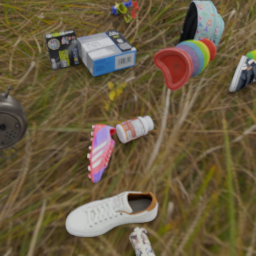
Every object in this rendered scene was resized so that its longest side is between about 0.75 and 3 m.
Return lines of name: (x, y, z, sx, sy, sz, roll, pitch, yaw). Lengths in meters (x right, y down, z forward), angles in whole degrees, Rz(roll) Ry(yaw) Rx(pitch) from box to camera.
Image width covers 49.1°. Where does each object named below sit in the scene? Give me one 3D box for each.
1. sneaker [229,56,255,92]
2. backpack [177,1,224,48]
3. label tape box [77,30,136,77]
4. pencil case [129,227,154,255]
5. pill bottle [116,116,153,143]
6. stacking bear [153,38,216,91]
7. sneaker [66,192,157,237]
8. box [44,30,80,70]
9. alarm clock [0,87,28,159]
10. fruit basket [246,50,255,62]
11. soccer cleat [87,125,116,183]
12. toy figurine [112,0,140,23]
sneaker: (4.283, -1.936, 10.194, 0.767, 0.758, 1.933, 23, 54, 17)
backpack: (2.897, -3.970, 11.181, 1.508, 2.004, 1.779, -3, 47, -2)
label tape box: (-1.073, -3.266, 11.335, 1.809, 0.794, 2.508, -19, 51, -20)
pencil case: (0.368, 2.762, 6.128, 0.421, 0.484, 1.082, -13, 48, -14)
pill bottle: (0.211, 0.023, 8.535, 1.051, 0.590, 0.590, -21, 51, -19)
stacking bear: (1.720, -1.890, 7.535, 1.783, 1.014, 1.083, -34, 97, -37)
sneaker: (-0.403, 1.898, 6.612, 2.230, 0.944, 0.812, -12, 51, -9)
box: (-2.482, -2.950, 10.678, 1.121, 1.399, 0.310, -16, 50, -15)
alarm clock: (-3.354, 0.077, 7.266, 1.514, 2.244, 0.747, -20, 48, -20)
fruit basket: (5.502, -2.710, 10.678, 1.806, 1.302, 1.806, 10, 53, -13)
soccer cleat: (-0.733, 0.661, 7.957, 0.747, 0.651, 1.953, 2, 45, -4)
toy figurine: (-0.346, -5.737, 13.836, 1.135, 1.000, 1.895, -7, 38, 34)
